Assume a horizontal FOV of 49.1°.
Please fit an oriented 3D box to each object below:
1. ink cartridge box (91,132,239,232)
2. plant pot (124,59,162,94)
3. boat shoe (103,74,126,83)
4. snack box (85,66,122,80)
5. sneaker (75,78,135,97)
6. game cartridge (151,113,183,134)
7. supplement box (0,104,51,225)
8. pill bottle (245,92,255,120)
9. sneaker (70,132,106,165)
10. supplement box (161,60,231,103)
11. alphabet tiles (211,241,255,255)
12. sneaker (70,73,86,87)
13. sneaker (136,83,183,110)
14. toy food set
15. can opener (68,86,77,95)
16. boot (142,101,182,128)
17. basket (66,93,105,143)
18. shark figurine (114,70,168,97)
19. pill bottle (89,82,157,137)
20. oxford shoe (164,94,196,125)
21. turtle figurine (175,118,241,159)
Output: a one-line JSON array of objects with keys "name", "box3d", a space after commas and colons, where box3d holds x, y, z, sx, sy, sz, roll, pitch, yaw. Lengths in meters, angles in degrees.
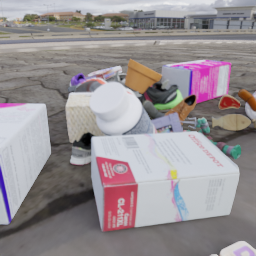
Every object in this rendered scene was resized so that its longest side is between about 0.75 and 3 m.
[{"name": "ink cartridge box", "box3d": [0.549, 0.870, 5.229, 2.317, 0.960, 1.689, -2, 24, -13]}, {"name": "plant pot", "box3d": [0.501, -2.000, 11.290, 1.433, 1.003, 1.433, 26, 11, -6]}, {"name": "boat shoe", "box3d": [-0.663, -2.254, 13.419, 0.679, 0.620, 1.887, 50, 37, 17]}, {"name": "snack box", "box3d": [-1.402, -2.514, 13.502, 1.000, 0.338, 2.781, -30, 19, -27]}, {"name": "sneaker", "box3d": [-1.103, -0.998, 9.936, 3.000, 1.156, 1.228, 14, 37, 40]}, {"name": "game cartridge", "box3d": [0.837, 0.034, 7.545, 1.161, 0.223, 0.753, -18, 38, 10]}, {"name": "supplement box", "box3d": [-2.637, 0.517, 5.669, 1.374, 1.403, 2.715, 0, 23, 2]}, {"name": "pill bottle", "box3d": [4.741, -0.880, 9.788, 0.935, 0.935, 1.642, 13, 25, 29]}, {"name": "sneaker", "box3d": [-0.815, 0.382, 6.996, 0.553, 0.656, 1.499, 18, 28, 38]}, {"name": "supplement box", "box3d": [2.905, -1.986, 11.867, 2.872, 1.484, 1.453, -16, 26, -38]}, {"name": "alphabet tiles", "box3d": [1.762, 2.198, 3.119, 2.181, 0.163, 2.230, -10, 24, -25]}, {"name": "sneaker", "box3d": [-2.213, -2.155, 13.070, 0.848, 0.878, 2.104, -8, 22, -20]}, {"name": "sneaker", "box3d": [0.922, -1.108, 10.004, 2.287, 0.958, 0.878, -2, 8, 39]}, {"name": "toy food set", "box3d": [3.708, -0.581, 8.367, 2.217, 1.409, 0.349, 7, 16, 16]}, {"name": "can opener", "box3d": [-1.728, -1.558, 12.018, 1.657, 0.551, 0.436, -2, 0, -12]}, {"name": "boot", "box3d": [1.042, -0.353, 8.568, 1.120, 0.406, 1.018, 34, -3, 41]}, {"name": "basket", "box3d": [-1.097, -0.308, 7.992, 1.212, 1.223, 0.984, -2, 24, -3]}, {"name": "shark figurine", "box3d": [-0.053, -1.681, 11.370, 1.894, 1.323, 3.170, -20, 28, -35]}, {"name": "pill bottle", "box3d": [-0.092, -0.152, 6.465, 1.092, 1.826, 1.092, -13, 52, 18]}, {"name": "oxford shoe", "box3d": [1.451, -0.442, 8.009, 0.554, 0.553, 1.552, 37, 63, 9]}, {"name": "turtle figurine", "box3d": [1.643, 0.394, 6.495, 0.868, 1.291, 1.725, 3, 23, -43]}]
